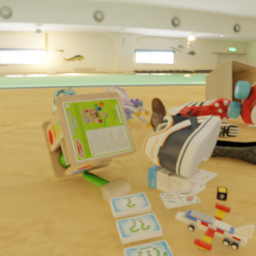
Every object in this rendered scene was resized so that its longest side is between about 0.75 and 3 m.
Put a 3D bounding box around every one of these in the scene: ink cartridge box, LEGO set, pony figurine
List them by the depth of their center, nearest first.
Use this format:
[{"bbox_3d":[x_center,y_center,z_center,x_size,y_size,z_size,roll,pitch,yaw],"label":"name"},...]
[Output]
[{"bbox_3d":[0.787,1.242,4.112,1.932,0.474,1.443,-7,25,-12],"label":"LEGO set"},{"bbox_3d":[1.054,1.031,5.531,1.190,0.397,0.689,12,18,40],"label":"ink cartridge box"},{"bbox_3d":[-0.065,-0.694,10.963,1.766,1.524,1.830,4,24,-25],"label":"pony figurine"}]

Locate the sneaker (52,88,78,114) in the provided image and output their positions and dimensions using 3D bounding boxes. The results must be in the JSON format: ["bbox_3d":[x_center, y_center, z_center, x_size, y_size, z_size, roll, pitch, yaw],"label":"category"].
[{"bbox_3d":[-2.625,-1.111,12.375,1.127,1.254,2.904,-11,18,-38],"label":"sneaker"}]

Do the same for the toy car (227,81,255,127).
[{"bbox_3d":[4.763,-0.434,9.879,1.937,1.858,2.101,9,42,4],"label":"toy car"}]

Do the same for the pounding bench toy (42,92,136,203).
[{"bbox_3d":[-0.815,0.579,5.825,1.304,2.099,1.637,-10,-15,-31],"label":"pounding bench toy"}]

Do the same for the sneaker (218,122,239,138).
[{"bbox_3d":[2.901,0.021,9.527,1.507,0.570,0.870,10,9,4],"label":"sneaker"}]

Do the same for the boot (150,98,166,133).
[{"bbox_3d":[0.903,-0.423,8.924,0.468,1.357,1.456,-17,-8,16],"label":"boot"}]

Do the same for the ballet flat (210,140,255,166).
[{"bbox_3d":[2.533,0.413,7.339,2.470,0.702,0.821,9,22,33],"label":"ballet flat"}]

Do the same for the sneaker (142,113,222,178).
[{"bbox_3d":[1.277,0.195,6.129,1.104,1.090,2.780,19,15,25],"label":"sneaker"}]

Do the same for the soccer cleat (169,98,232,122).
[{"bbox_3d":[3.043,-0.706,11.385,2.952,1.013,1.257,-11,22,-24],"label":"soccer cleat"}]

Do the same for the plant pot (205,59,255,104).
[{"bbox_3d":[5.058,-1.957,14.039,2.131,2.133,1.888,5,-7,-32],"label":"plant pot"}]
